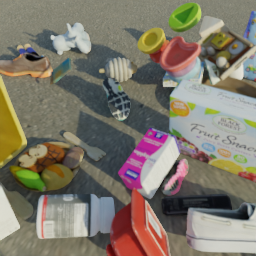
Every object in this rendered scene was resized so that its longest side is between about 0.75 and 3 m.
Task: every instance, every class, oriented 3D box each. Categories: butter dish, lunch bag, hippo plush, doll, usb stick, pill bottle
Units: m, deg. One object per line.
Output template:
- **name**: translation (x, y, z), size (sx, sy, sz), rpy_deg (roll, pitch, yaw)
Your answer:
- **butter dish**: translation (0.090, 2.176, 5.323), size (1.091, 1.475, 1.471), rpy_deg (-28, 12, 10)
- **lunch bag**: translation (5.420, -3.122, 10.540), size (2.015, 2.677, 1.259), rpy_deg (24, 45, 26)
- **hippo plush**: translation (-2.628, -3.834, 12.789), size (1.435, 1.422, 1.785), rpy_deg (-24, 18, 19)
- **doll**: translation (-4.282, -3.103, 12.296), size (1.164, 0.413, 1.706), rpy_deg (-25, 52, -30)
- **usb stick**: translation (1.602, 1.794, 6.544), size (1.617, 0.264, 0.448), rpy_deg (-2, 61, -2)
- **pill bottle**: translation (-1.089, 1.852, 5.936), size (1.526, 0.869, 0.869), rpy_deg (1, 39, -10)

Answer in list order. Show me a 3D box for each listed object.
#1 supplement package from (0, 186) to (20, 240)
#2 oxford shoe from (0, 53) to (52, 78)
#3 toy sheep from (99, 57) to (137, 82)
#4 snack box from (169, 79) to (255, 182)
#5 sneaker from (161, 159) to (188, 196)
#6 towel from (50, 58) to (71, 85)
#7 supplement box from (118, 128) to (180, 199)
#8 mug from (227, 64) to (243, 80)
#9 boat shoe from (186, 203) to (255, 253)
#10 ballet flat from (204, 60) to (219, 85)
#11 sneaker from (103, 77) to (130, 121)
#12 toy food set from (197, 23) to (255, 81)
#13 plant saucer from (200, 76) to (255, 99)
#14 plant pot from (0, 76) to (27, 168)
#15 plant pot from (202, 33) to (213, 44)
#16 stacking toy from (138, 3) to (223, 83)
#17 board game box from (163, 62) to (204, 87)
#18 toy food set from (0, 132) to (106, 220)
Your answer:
- **supplement package**: translation (-3.145, 1.647, 5.822), size (1.087, 1.432, 1.079), rpy_deg (-29, 48, -30)
- **oxford shoe**: translation (-4.299, -2.651, 11.387), size (2.416, 0.881, 0.861), rpy_deg (3, 40, 4)
- **toy sheep**: translation (-0.373, -2.227, 10.797), size (1.496, 1.032, 1.032), rpy_deg (-11, 41, -6)
- **snack box**: translation (2.524, 0.162, 6.979), size (2.991, 2.127, 0.792), rpy_deg (20, 53, 23)
- **sneaker**: translation (1.089, 1.240, 7.174), size (0.580, 0.481, 1.217), rpy_deg (4, 34, 35)
- **towel**: translation (-2.458, -2.075, 10.236), size (1.027, 0.111, 0.753), rpy_deg (-32, 45, 22)
- **supplement box**: translation (0.554, 0.849, 6.926), size (0.757, 0.773, 1.495), rpy_deg (19, 62, 35)
- **mug**: translation (4.021, -2.219, 10.864), size (0.783, 0.803, 0.978), rpy_deg (-40, 44, 2)
- **boat shoe**: translation (2.499, 1.948, 5.699), size (2.618, 0.860, 0.942), rpy_deg (-2, -2, 7)
- **ballet flat**: translation (3.146, -2.125, 10.445), size (0.411, 0.411, 1.183), rpy_deg (-4, 59, -4)
- **sneaker**: translation (-0.353, -0.920, 9.370), size (0.704, 0.723, 1.816), rpy_deg (-14, 51, -5)
- **toy food set**: translation (3.531, -2.996, 10.551), size (1.663, 0.700, 2.318), rpy_deg (-44, 44, 16)
- **plant saucer**: translation (3.248, -0.915, 9.656), size (2.972, 0.438, 2.972), rpy_deg (0, 39, 0)
- **plant pot**: translation (-4.943, -0.129, 7.104), size (2.841, 2.759, 2.778), rpy_deg (15, 42, 26)
- **plant pot**: translation (3.836, -3.567, 12.204), size (1.205, 1.241, 1.213), rpy_deg (-6, 41, -7)
- **stacking toy**: translation (1.954, -2.941, 9.941), size (2.496, 1.165, 2.758), rpy_deg (-41, 46, 9)
- **board game box**: translation (2.134, -2.045, 10.564), size (1.286, 0.327, 1.913), rpy_deg (5, 31, 18)
- **toy food set**: translation (-2.109, 0.911, 7.393), size (1.881, 0.547, 2.724), rpy_deg (28, 47, 29)
